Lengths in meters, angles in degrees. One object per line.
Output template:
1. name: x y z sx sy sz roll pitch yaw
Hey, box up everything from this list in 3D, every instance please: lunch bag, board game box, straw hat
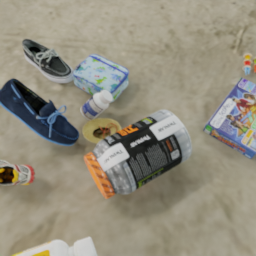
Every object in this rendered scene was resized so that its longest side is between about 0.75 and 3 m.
1. lunch bag: -0.999 -1.908 10.465 1.878 0.774 1.509 30 60 16
2. board game box: 4.073 -0.434 9.700 1.805 0.459 2.666 34 64 19
3. straw hat: -0.857 0.258 9.203 1.261 0.534 1.261 3 45 -3

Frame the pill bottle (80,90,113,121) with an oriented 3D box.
1. pill bottle: -1.055 -0.784 9.489 0.620 1.118 0.620 33 36 -29

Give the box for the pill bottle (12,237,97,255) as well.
1. pill bottle: -2.071 3.616 6.506 2.838 1.600 1.600 -17 60 -11

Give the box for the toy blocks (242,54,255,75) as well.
1. toy blocks: 4.849 -2.389 10.958 0.759 0.331 0.911 18 65 -8

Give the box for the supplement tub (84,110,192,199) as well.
1. supplement tub: 0.269 0.776 8.195 2.834 1.737 1.737 -27 62 -17

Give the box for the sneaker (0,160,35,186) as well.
1. sneaker: -3.706 1.306 8.174 1.894 0.778 0.737 -4 82 21

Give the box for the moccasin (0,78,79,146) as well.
1. moccasin: -2.689 -0.435 8.714 2.813 0.959 1.132 33 30 -18

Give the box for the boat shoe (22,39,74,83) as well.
1. boat shoe: -3.126 -2.672 10.850 2.585 0.883 0.954 39 66 22
